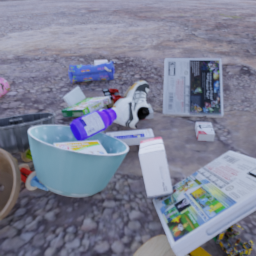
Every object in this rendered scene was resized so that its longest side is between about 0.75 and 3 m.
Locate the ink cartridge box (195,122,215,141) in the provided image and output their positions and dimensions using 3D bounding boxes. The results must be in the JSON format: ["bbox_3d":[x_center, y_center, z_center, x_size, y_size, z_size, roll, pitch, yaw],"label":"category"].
[{"bbox_3d":[2.959,0.137,10.862,0.604,0.351,0.838,2,33,3],"label":"ink cartridge box"}]

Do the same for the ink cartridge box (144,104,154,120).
[{"bbox_3d":[0.744,-0.700,12.166,0.568,0.323,0.779,-10,34,-4],"label":"ink cartridge box"}]

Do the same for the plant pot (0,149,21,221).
[{"bbox_3d":[-3.694,1.596,7.588,2.085,0.962,2.085,-4,74,13],"label":"plant pot"}]

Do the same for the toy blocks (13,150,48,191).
[{"bbox_3d":[-2.857,1.284,8.804,1.741,0.632,1.451,20,37,26],"label":"toy blocks"}]

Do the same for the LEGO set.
[{"bbox_3d":[2.504,2.587,6.772,0.811,0.611,1.055,-7,33,-11],"label":"LEGO set"}]

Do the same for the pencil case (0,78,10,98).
[{"bbox_3d":[-6.547,-1.625,13.172,0.884,0.924,2.136,-35,14,34],"label":"pencil case"}]

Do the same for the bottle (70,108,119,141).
[{"bbox_3d":[-1.018,-0.182,8.973,1.679,0.701,0.548,-29,0,-37],"label":"bottle"}]

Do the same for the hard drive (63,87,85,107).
[{"bbox_3d":[-2.459,-1.377,12.842,0.130,0.640,0.971,-6,32,47],"label":"hard drive"}]

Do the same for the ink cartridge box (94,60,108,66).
[{"bbox_3d":[-1.604,-3.721,16.818,0.801,0.461,1.383,-7,33,-10],"label":"ink cartridge box"}]

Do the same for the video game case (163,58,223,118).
[{"bbox_3d":[2.852,-1.816,12.412,2.532,0.325,2.785,2,71,7],"label":"video game case"}]

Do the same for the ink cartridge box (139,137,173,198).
[{"bbox_3d":[0.774,1.069,8.005,0.726,1.247,1.713,-12,8,4],"label":"ink cartridge box"}]

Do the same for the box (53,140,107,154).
[{"bbox_3d":[-1.449,0.943,8.067,1.505,0.846,0.763,-3,40,-39],"label":"box"}]

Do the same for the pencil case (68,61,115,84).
[{"bbox_3d":[-1.936,-3.002,15.151,2.561,0.999,1.112,-7,10,-9],"label":"pencil case"}]

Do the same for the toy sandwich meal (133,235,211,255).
[{"bbox_3d":[1.177,3.272,5.358,2.817,0.965,2.817,0,32,0],"label":"toy sandwich meal"}]

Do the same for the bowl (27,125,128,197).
[{"bbox_3d":[-1.518,0.965,8.040,2.817,1.473,2.817,13,11,-2],"label":"bowl"}]

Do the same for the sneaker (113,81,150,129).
[{"bbox_3d":[0.401,-0.905,11.658,1.272,1.098,2.902,25,45,12],"label":"sneaker"}]

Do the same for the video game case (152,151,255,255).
[{"bbox_3d":[1.899,1.513,6.483,2.626,0.317,2.880,-32,4,0],"label":"video game case"}]

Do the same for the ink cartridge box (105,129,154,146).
[{"bbox_3d":[0.034,0.356,10.037,1.743,0.323,0.826,-3,19,-1],"label":"ink cartridge box"}]

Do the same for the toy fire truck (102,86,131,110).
[{"bbox_3d":[-0.472,-1.526,12.924,1.276,0.821,1.123,-13,34,-9],"label":"toy fire truck"}]

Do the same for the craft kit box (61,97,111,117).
[{"bbox_3d":[-1.802,-0.902,12.016,1.577,0.382,1.557,1,22,44],"label":"craft kit box"}]

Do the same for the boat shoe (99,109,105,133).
[{"bbox_3d":[-1.349,-0.086,10.995,0.718,0.703,2.015,-21,22,22],"label":"boat shoe"}]

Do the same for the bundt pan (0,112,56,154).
[{"bbox_3d":[-3.688,0.201,9.391,2.664,1.000,2.664,-6,11,1],"label":"bundt pan"}]
